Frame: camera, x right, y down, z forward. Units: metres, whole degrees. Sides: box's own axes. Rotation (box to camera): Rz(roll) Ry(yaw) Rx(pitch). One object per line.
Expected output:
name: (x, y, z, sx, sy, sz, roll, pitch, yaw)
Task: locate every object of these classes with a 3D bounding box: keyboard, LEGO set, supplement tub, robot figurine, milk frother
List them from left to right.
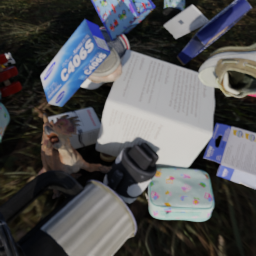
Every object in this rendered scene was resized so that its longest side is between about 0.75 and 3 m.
LEGO set: (-5.884, -2.797, 11.884, 2.007, 0.824, 0.766, -19, 45, -20)
milk frother: (-1.091, 1.915, 4.947, 2.461, 2.616, 2.361, -40, 100, -35)
supplement tub: (-1.139, -2.823, 11.215, 1.747, 1.747, 2.490, 15, 43, 16)
robot figurine: (0.069, 1.137, 6.829, 1.214, 1.616, 1.008, 23, 27, -23)
keyboard: (1.641, -3.088, 8.318, 0.119, 0.628, 2.232, -47, 13, -3)

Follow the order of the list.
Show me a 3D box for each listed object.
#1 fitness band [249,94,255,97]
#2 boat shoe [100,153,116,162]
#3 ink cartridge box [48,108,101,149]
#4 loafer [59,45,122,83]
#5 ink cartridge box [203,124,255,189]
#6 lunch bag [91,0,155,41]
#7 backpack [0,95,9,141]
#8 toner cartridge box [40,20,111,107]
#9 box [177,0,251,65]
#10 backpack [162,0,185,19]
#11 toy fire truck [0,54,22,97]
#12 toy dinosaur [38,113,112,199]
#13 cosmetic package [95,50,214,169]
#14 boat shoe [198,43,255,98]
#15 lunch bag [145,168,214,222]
fitness band: (4.914, -1.809, 11.103, 2.050, 0.384, 1.472, 18, 44, 21)
boat shoe: (-0.331, 0.216, 8.582, 0.646, 0.644, 1.790, 17, 44, 19)
ink cartridge box: (-1.697, 0.066, 8.748, 1.556, 0.649, 1.130, -15, 43, -16)
loafer: (-0.841, -1.567, 6.912, 0.894, 0.782, 2.486, -45, 43, -11)
ink cartridge box: (3.683, 0.925, 7.819, 2.929, 0.615, 1.748, 19, 45, 16)
lunch bag: (-0.427, -4.187, 9.002, 0.977, 1.564, 2.078, -41, 100, -37)
backpack: (-4.738, -0.523, 8.024, 2.279, 2.592, 1.987, -11, 35, -1)
toner cartridge box: (-1.077, -1.210, 5.446, 0.349, 1.618, 0.768, 11, 47, -47)
box: (2.481, -2.811, 8.299, 1.673, 2.762, 0.448, -39, 90, -2)
backpack: (1.815, -4.940, 10.928, 0.883, 0.832, 1.083, 10, 69, -28)
toy fire truck: (-5.403, -1.657, 10.397, 2.118, 1.414, 2.522, 4, 34, 42)
toy dinosaur: (-1.678, 0.588, 6.766, 1.182, 1.867, 2.755, -37, 11, -37)
cosmetic package: (0.708, -0.351, 7.553, 2.527, 2.102, 2.114, 18, 49, -1)
boat shoe: (1.496, -0.764, 3.948, 0.566, 0.618, 1.654, -53, 17, -12)
lunch bag: (1.242, 1.666, 6.950, 1.618, 0.624, 1.298, 1, 44, 2)
